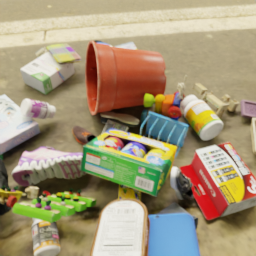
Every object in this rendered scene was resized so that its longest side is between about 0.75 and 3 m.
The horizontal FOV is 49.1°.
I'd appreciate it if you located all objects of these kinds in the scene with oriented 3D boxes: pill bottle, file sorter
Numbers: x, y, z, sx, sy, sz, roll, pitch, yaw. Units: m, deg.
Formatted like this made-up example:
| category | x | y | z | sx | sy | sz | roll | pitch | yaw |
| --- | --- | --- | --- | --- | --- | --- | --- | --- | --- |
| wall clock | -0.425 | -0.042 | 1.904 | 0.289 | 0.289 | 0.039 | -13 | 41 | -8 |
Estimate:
| category | x | y | z | sx | sy | sz | roll | pitch | yaw |
| --- | --- | --- | --- | --- | --- | --- | --- | --- | --- |
| pill bottle | -3.544 | -0.711 | 11.087 | 1.226 | 0.688 | 0.688 | 9 | 36 | -45 |
| file sorter | 1.273 | 0.292 | 10.498 | 1.556 | 1.079 | 0.954 | 21 | 44 | 17 |
| pill bottle | 2.885 | -0.465 | 11.274 | 1.005 | 1.005 | 1.811 | -18 | 52 | -15 |
| pill bottle | -2.488 | 3.167 | 8.378 | 0.738 | 0.738 | 1.268 | -14 | 50 | -12 |

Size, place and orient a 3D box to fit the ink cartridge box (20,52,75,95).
| category | x | y | z | sx | sy | sz | roll | pitch | yaw |
| --- | --- | --- | --- | --- | --- | --- | --- | --- | --- |
| ink cartridge box | -3.743 | -2.680 | 13.236 | 1.471 | 0.853 | 2.031 | 29 | 54 | 22 |

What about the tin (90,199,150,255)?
| category | x | y | z | sx | sy | sz | roll | pitch | yaw |
| --- | --- | --- | --- | --- | --- | --- | --- | --- | --- |
| tin | -0.190 | 2.874 | 7.348 | 1.415 | 0.529 | 2.528 | -8 | 30 | 12 |

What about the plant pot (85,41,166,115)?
| category | x | y | z | sx | sy | sz | roll | pitch | yaw |
| --- | --- | --- | --- | --- | --- | --- | --- | --- | --- |
| plant pot | -0.129 | -2.046 | 11.551 | 2.852 | 2.933 | 2.933 | -4 | 49 | -17 |

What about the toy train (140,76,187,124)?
| category | x | y | z | sx | sy | sz | roll | pitch | yaw |
| --- | --- | --- | --- | --- | --- | --- | --- | --- | --- |
| toy train | 1.298 | -1.016 | 10.637 | 1.566 | 2.707 | 1.146 | 11 | 47 | 12 |

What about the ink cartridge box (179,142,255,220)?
| category | x | y | z | sx | sy | sz | roll | pitch | yaw |
| --- | --- | --- | --- | --- | --- | --- | --- | --- | --- |
| ink cartridge box | 3.064 | 1.732 | 9.417 | 1.895 | 0.905 | 2.158 | -13 | 51 | -15 |

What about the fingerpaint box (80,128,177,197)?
| category | x | y | z | sx | sy | sz | roll | pitch | yaw |
| --- | --- | --- | --- | --- | --- | --- | --- | --- | --- |
| fingerpaint box | 0.095 | 0.997 | 9.371 | 2.593 | 0.951 | 2.163 | 16 | 20 | 18 |

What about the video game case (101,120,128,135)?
| category | x | y | z | sx | sy | sz | roll | pitch | yaw |
| --- | --- | --- | --- | --- | --- | --- | --- | --- | --- |
| video game case | -0.593 | 0.269 | 10.986 | 0.891 | 0.114 | 0.980 | 21 | 78 | 17 |

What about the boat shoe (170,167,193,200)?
| category | x | y | z | sx | sy | sz | roll | pitch | yaw |
| --- | --- | --- | --- | --- | --- | --- | --- | --- | --- |
| boat shoe | 1.749 | 1.806 | 8.826 | 0.586 | 1.768 | 0.618 | 1 | 51 | 23 |

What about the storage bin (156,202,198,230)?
| category | x | y | z | sx | sy | sz | roll | pitch | yaw |
| --- | --- | --- | --- | --- | --- | --- | --- | --- | --- |
| storage bin | 1.307 | 2.926 | 8.518 | 1.358 | 0.988 | 0.912 | -29 | 45 | -22 |

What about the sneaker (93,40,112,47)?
| category | x | y | z | sx | sy | sz | roll | pitch | yaw |
| --- | --- | --- | --- | --- | --- | --- | --- | --- | --- |
| sneaker | -1.734 | -3.847 | 14.290 | 1.095 | 0.755 | 1.968 | 34 | 53 | 18 |

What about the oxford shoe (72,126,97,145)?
| category | x | y | z | sx | sy | sz | roll | pitch | yaw |
| --- | --- | --- | --- | --- | --- | --- | --- | --- | --- |
| oxford shoe | -1.553 | 0.349 | 10.824 | 1.761 | 0.639 | 0.627 | 35 | 59 | 26 |

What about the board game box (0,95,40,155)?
| category | x | y | z | sx | sy | sz | roll | pitch | yaw |
| --- | --- | --- | --- | --- | --- | --- | --- | --- | --- |
| board game box | -5.326 | -0.002 | 10.915 | 2.641 | 0.576 | 2.654 | 34 | 52 | 31 |

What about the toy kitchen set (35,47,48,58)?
| category | x | y | z | sx | sy | sz | roll | pitch | yaw |
| --- | --- | --- | --- | --- | --- | --- | --- | --- | --- |
| toy kitchen set | -4.364 | -3.824 | 14.090 | 0.479 | 0.813 | 0.651 | -37 | 74 | 4 |

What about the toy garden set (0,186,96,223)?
| category | x | y | z | sx | sy | sz | roll | pitch | yaw |
| --- | --- | --- | --- | --- | --- | --- | --- | --- | --- |
| toy garden set | -2.426 | 2.015 | 8.274 | 2.177 | 2.611 | 0.521 | 8 | 87 | 18 |

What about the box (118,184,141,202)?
| category | x | y | z | sx | sy | sz | roll | pitch | yaw |
| --- | --- | --- | --- | --- | --- | --- | --- | --- | --- |
| box | 0.030 | 2.563 | 8.925 | 0.732 | 0.672 | 2.090 | 2 | 49 | 1 |

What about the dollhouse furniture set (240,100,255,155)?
| category | x | y | z | sx | sy | sz | roll | pitch | yaw |
| --- | --- | --- | --- | --- | --- | --- | --- | --- | --- |
| dollhouse furniture set | 5.822 | -0.368 | 10.457 | 2.286 | 2.048 | 2.885 | 12 | 55 | 1 |

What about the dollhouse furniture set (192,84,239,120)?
| category | x | y | z | sx | sy | sz | roll | pitch | yaw |
| --- | --- | --- | --- | --- | --- | --- | --- | --- | --- |
| dollhouse furniture set | 3.667 | -1.125 | 12.178 | 1.428 | 0.898 | 1.614 | -9 | 45 | -40 |

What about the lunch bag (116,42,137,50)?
| category | x | y | z | sx | sy | sz | roll | pitch | yaw |
| --- | --- | --- | --- | --- | --- | --- | --- | --- | --- |
| lunch bag | -0.374 | -3.090 | 13.387 | 1.957 | 1.244 | 1.660 | -18 | 50 | -6 |

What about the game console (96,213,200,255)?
| category | x | y | z | sx | sy | sz | roll | pitch | yaw |
| --- | --- | --- | --- | --- | --- | --- | --- | --- | --- |
| game console | 0.522 | 3.824 | 7.504 | 2.820 | 1.669 | 2.407 | -6 | 94 | 7 |

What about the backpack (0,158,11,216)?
| category | x | y | z | sx | sy | sz | roll | pitch | yaw |
| --- | --- | --- | --- | --- | --- | --- | --- | --- | --- |
| backpack | -5.068 | 2.182 | 8.614 | 2.608 | 1.651 | 2.176 | -17 | 46 | -14 |

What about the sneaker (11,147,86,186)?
| category | x | y | z | sx | sy | sz | roll | pitch | yaw |
| --- | --- | --- | --- | --- | --- | --- | --- | --- | --- |
| sneaker | -2.632 | 1.158 | 9.919 | 2.757 | 1.109 | 1.219 | -8 | 42 | -5 |

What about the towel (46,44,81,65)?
| category | x | y | z | sx | sy | sz | roll | pitch | yaw |
| --- | --- | --- | --- | --- | --- | --- | --- | --- | --- |
| towel | -3.082 | -3.516 | 13.325 | 1.176 | 0.186 | 1.638 | -19 | 51 | -30 |

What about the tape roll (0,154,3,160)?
| category | x | y | z | sx | sy | sz | roll | pitch | yaw |
| --- | --- | --- | --- | --- | --- | --- | --- | --- | --- |
| tape roll | -5.282 | 1.140 | 10.394 | 1.150 | 0.276 | 1.150 | 0 | 49 | 0 |

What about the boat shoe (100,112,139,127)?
| category | x | y | z | sx | sy | sz | roll | pitch | yaw |
| --- | --- | --- | --- | --- | --- | --- | --- | --- | --- |
| boat shoe | -0.367 | -0.249 | 11.370 | 1.658 | 0.513 | 0.621 | 10 | 29 | 13 |
